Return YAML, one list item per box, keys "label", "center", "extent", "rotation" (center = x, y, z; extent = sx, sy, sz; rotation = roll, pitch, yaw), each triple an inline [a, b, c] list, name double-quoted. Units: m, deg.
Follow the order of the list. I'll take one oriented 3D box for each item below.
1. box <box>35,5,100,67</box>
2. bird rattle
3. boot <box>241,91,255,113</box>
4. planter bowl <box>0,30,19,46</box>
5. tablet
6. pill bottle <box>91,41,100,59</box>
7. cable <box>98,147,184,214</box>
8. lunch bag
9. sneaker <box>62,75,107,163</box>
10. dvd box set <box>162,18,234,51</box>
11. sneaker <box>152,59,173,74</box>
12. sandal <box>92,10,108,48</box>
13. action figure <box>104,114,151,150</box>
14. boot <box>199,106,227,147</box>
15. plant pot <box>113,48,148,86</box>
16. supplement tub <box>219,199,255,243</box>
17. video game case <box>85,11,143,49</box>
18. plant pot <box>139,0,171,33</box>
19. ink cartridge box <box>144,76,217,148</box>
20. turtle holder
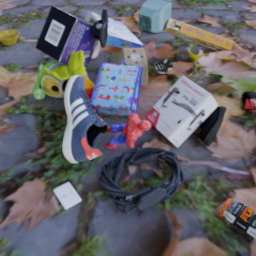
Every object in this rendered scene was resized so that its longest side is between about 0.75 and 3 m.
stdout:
- label: "box"
  center: [-2.247, -3.499, 11.048]
  extent: [1.210, 1.716, 2.319]
  rotation: [31, 17, 13]
- label: "bird rattle"
  center: [-1.662, -1.359, 10.634]
  extent: [1.668, 2.961, 2.414]
  rotation: [-28, 3, 11]
- label: "boot"
  center: [5.767, -0.663, 10.679]
  extent: [2.143, 1.076, 2.971]
  rotation: [-11, 34, -11]
- label: "planter bowl"
  center: [-6.906, -5.140, 16.189]
  extent: [1.322, 0.551, 1.322]
  rotation: [-1, 41, 0]
- label: "tablet"
  center: [-1.809, 2.001, 8.311]
  extent: [0.538, 0.056, 0.826]
  rotation: [-26, 47, -26]
- label: "pill bottle"
  center: [-2.742, -4.428, 14.883]
  extent: [2.256, 1.176, 1.176]
  rotation: [15, 43, 17]
- label: "cable"
  center: [0.444, 1.441, 8.624]
  extent: [2.616, 0.664, 2.134]
  rotation: [-27, 42, -25]
- label: "lunch bag"
  center: [-0.376, -1.593, 10.453]
  extent: [1.581, 0.988, 2.100]
  rotation: [6, 75, 13]
- label: "sneaker"
  center: [-1.270, -0.354, 8.796]
  extent: [1.228, 1.089, 2.906]
  rotation: [-7, 71, 12]
- label: "dvd box set"
  center: [2.462, -3.357, 10.225]
  extent: [2.376, 0.349, 1.738]
  rotation: [19, 14, -3]
- label: "sneaker"
  center: [1.340, -2.420, 11.405]
  extent: [0.557, 0.519, 1.405]
  rotation: [-24, 3, 36]
- label: "sandal"
  center: [-1.082, -3.807, 10.828]
  extent: [0.547, 0.859, 2.286]
  rotation: [0, 44, 0]
- label: "action figure"
  center: [-0.033, 0.133, 8.484]
  extent: [0.734, 2.840, 0.929]
  rotation: [12, 77, -17]
- label: "boot"
  center: [2.507, -0.354, 10.332]
  extent: [1.799, 0.905, 2.406]
  rotation: [23, 35, 15]
- label: "plant pot"
  center: [0.190, -2.756, 12.334]
  extent: [1.397, 1.238, 1.399]
  rotation: [-4, 67, -13]
- label: "supplement tub"
  center: [3.038, 2.407, 7.344]
  extent: [1.148, 0.703, 0.703]
  rotation: [30, 49, 29]
- label: "video game case"
  center: [-0.662, -4.523, 13.286]
  extent: [2.218, 0.504, 2.010]
  rotation: [-1, 47, -46]
- label: "plant pot"
  center: [1.515, -6.837, 17.407]
  extent: [1.655, 1.660, 1.690]
  rotation: [28, 54, 28]
- label: "ink cartridge box"
  center: [1.838, -0.601, 9.904]
  extent: [2.071, 0.858, 1.520]
  rotation: [-47, 49, 4]
- label: "turtle holder"
  center: [-3.021, -1.963, 11.661]
  extent: [1.401, 1.499, 1.973]
  rotation: [30, 25, 36]
